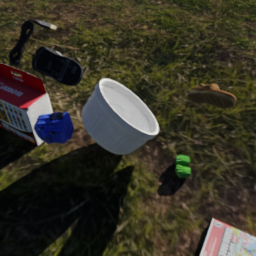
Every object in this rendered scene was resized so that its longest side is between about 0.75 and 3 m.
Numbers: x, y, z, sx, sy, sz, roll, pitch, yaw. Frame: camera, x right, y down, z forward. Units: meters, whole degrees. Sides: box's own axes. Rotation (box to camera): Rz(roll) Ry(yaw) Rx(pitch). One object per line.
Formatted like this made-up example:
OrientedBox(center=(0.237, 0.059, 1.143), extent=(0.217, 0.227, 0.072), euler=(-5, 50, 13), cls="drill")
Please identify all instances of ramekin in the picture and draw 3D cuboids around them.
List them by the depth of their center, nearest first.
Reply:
OrientedBox(center=(-0.370, -0.313, 10.088), extent=(2.733, 1.435, 2.733), euler=(36, 25, -19), cls="ramekin")

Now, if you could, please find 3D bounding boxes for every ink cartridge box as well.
OrientedBox(center=(-4.448, -1.008, 10.828), extent=(2.868, 2.518, 1.203), euler=(22, 50, 21), cls="ink cartridge box")

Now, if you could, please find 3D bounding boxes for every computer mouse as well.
OrientedBox(center=(-2.654, -2.613, 9.789), extent=(2.582, 1.813, 0.594), euler=(20, 3, -5), cls="computer mouse")

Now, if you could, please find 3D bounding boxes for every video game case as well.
OrientedBox(center=(3.151, 3.616, 7.979), extent=(1.959, 0.171, 1.401), euler=(21, 49, 19), cls="video game case")

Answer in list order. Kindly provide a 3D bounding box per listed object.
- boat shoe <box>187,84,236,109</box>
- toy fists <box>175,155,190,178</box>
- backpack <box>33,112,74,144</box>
OrientedBox(center=(3.123, -1.286, 10.312), extent=(0.735, 0.778, 2.163), euler=(-47, 34, -13), cls="boat shoe")
OrientedBox(center=(1.930, 1.388, 10.042), extent=(0.504, 0.340, 0.990), euler=(10, 45, 0), cls="toy fists")
OrientedBox(center=(-2.611, 0.016, 9.598), extent=(1.196, 0.972, 1.003), euler=(0, 41, 7), cls="backpack")
